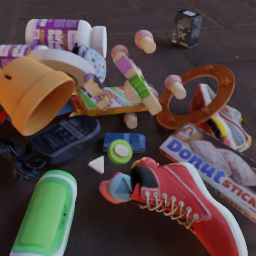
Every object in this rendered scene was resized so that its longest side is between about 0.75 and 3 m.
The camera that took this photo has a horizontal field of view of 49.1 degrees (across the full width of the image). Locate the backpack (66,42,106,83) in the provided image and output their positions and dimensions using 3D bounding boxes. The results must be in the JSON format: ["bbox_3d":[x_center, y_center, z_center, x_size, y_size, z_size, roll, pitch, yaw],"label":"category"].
[{"bbox_3d":[-1.359,-2.126,9.793,1.065,1.383,1.317,12,-6,40],"label":"backpack"}]

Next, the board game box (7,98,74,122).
[{"bbox_3d":[-2.727,-0.522,8.789,2.096,0.408,1.656,-21,40,-28],"label":"board game box"}]

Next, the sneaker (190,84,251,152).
[{"bbox_3d":[2.586,-0.272,8.149,1.107,1.049,2.695,-1,48,-13],"label":"sneaker"}]

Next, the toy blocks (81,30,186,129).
[{"bbox_3d":[0.125,-1.500,8.456,2.336,2.183,1.966,-34,30,11],"label":"toy blocks"}]

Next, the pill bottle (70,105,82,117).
[{"bbox_3d":[-1.504,-0.372,8.561,0.428,0.428,0.763,14,42,16],"label":"pill bottle"}]

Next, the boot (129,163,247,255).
[{"bbox_3d":[0.972,1.671,5.387,1.743,0.875,2.417,3,37,-32],"label":"boot"}]

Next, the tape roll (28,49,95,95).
[{"bbox_3d":[-2.113,-1.682,8.782,2.164,2.164,0.395,5,70,5],"label":"tape roll"}]

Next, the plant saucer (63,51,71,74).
[{"bbox_3d":[-2.141,-2.354,10.445,1.034,0.262,1.034,-10,71,30],"label":"plant saucer"}]

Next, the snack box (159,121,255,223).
[{"bbox_3d":[2.132,0.924,6.501,1.047,0.354,2.912,-45,51,-12],"label":"snack box"}]

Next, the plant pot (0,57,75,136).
[{"bbox_3d":[-2.491,-0.926,7.223,1.323,1.890,1.890,41,50,2],"label":"plant pot"}]

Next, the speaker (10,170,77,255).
[{"bbox_3d":[-1.624,1.888,5.598,0.931,0.931,2.104,2,41,3],"label":"speaker"}]

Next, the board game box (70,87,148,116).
[{"bbox_3d":[-0.537,-0.875,8.893,2.416,0.362,1.154,-9,41,-25],"label":"board game box"}]

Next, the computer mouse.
[{"bbox_3d":[-1.895,0.469,7.380,2.613,0.689,1.809,-27,45,-30],"label":"computer mouse"}]

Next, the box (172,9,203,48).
[{"bbox_3d":[2.627,-4.455,12.579,0.720,1.345,0.998,-31,49,-31],"label":"box"}]

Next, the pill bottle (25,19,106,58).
[{"bbox_3d":[-2.374,-3.441,11.189,2.946,1.654,1.654,1,41,2],"label":"pill bottle"}]

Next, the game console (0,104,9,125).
[{"bbox_3d":[-4.481,-0.075,7.832,2.258,0.350,1.997,-10,36,12],"label":"game console"}]

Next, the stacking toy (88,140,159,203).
[{"bbox_3d":[-0.075,0.924,6.454,1.422,0.601,1.288,-38,90,-32],"label":"stacking toy"}]

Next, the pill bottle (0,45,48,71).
[{"bbox_3d":[-4.044,-2.412,10.299,2.215,1.243,1.243,2,41,3],"label":"pill bottle"}]

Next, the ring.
[{"bbox_3d":[1.884,-1.018,8.379,2.550,0.245,2.550,-27,36,22],"label":"ring"}]

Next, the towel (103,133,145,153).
[{"bbox_3d":[-0.108,0.391,7.789,1.176,0.285,0.657,1,40,2],"label":"towel"}]
